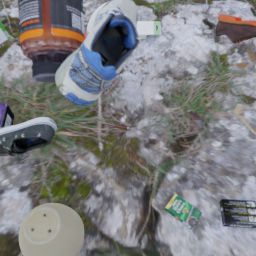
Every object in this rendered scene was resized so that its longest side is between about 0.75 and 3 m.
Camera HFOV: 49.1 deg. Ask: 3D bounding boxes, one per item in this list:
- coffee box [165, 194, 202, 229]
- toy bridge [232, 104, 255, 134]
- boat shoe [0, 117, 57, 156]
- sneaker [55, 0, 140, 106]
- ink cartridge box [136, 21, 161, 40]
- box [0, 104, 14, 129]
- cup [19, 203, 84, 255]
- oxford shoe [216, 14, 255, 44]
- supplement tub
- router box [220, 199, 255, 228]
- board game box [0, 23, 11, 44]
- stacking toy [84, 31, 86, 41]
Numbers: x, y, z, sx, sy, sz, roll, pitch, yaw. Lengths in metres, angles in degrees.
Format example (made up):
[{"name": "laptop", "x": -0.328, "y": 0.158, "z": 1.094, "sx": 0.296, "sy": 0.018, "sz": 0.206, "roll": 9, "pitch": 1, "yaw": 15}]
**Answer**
[{"name": "coffee box", "x": 1.431, "y": 2.166, "z": 7.306, "sx": 0.832, "sy": 0.183, "sz": 0.512, "roll": 35, "pitch": 63, "yaw": 21}, {"name": "toy bridge", "x": 2.449, "y": -0.047, "z": 5.050, "sx": 1.210, "sy": 0.407, "sz": 0.165, "roll": 27, "pitch": 18, "yaw": 32}, {"name": "boat shoe", "x": -2.322, "y": 0.293, "z": 5.886, "sx": 1.822, "sy": 0.625, "sz": 0.516, "roll": -20, "pitch": 46, "yaw": 21}, {"name": "sneaker", "x": -0.205, "y": -1.578, "z": 4.938, "sx": 1.036, "sy": 1.146, "sz": 2.689, "roll": 35, "pitch": 53, "yaw": -23}, {"name": "ink cartridge box", "x": 0.715, "y": -3.910, "z": 11.209, "sx": 1.151, "sy": 0.276, "sz": 0.838, "roll": 1, "pitch": 57, "yaw": 1}, {"name": "box", "x": -4.312, "y": -0.148, "z": 8.508, "sx": 1.334, "sy": 0.696, "sz": 0.987, "roll": -2, "pitch": 58, "yaw": -2}, {"name": "cup", "x": -1.879, "y": 2.419, "z": 6.586, "sx": 1.569, "sy": 1.122, "sz": 1.569, "roll": 0, "pitch": 57, "yaw": 0}, {"name": "oxford shoe", "x": 3.177, "y": -2.554, "z": 7.515, "sx": 0.639, "sy": 0.651, "sz": 1.795, "roll": -12, "pitch": 34, "yaw": -38}, {"name": "supplement tub", "x": -1.813, "y": -2.556, "z": 6.657, "sx": 1.516, "sy": 1.516, "sz": 2.834, "roll": -2, "pitch": 89, "yaw": -1}, {"name": "router box", "x": 2.881, "y": 2.211, "z": 7.251, "sx": 0.887, "sy": 0.226, "sz": 0.661, "roll": 3, "pitch": 57, "yaw": 2}, {"name": "board game box", "x": -2.980, "y": -1.944, "z": 5.818, "sx": 0.834, "sy": 0.638, "sz": 0.168, "roll": -24, "pitch": 24, "yaw": 15}, {"name": "stacking toy", "x": -0.996, "y": -3.154, "z": 10.484, "sx": 1.584, "sy": 0.669, "sz": 1.434, "roll": -18, "pitch": 58, "yaw": -11}]
